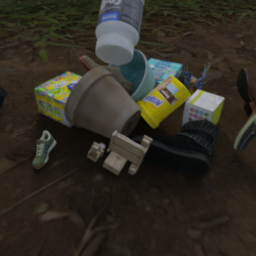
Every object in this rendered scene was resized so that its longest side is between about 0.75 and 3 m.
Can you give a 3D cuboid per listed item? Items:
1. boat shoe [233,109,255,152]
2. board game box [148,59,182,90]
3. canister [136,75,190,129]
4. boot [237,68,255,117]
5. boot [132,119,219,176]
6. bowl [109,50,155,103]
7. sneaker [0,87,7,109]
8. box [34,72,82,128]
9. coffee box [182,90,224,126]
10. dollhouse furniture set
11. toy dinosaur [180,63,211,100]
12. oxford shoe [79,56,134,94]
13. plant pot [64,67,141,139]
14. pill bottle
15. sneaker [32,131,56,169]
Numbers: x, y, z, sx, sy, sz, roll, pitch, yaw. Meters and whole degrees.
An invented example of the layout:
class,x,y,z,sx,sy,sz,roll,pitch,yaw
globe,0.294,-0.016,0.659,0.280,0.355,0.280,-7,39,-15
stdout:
class,x,y,z,sx,sy,sz,roll,pitch,yaw
boat shoe,4.137,-0.102,8.736,0.726,2.208,0.789,38,21,28
board game box,1.436,-2.504,13.348,1.697,0.527,2.248,16,41,20
canister,1.265,-1.002,10.438,1.813,0.785,1.347,-41,37,7
boot,5.585,-1.515,11.218,2.190,2.041,0.703,-10,-2,-11
boot,1.566,0.405,9.209,2.636,0.992,1.971,17,44,11
bowl,0.174,-1.856,11.451,1.228,2.348,2.348,24,17,-44
sneaker,-5.391,-1.421,11.120,0.727,1.393,0.418,-34,33,7
box,-2.359,-1.194,11.164,1.785,1.130,1.853,24,43,28
coffee box,2.775,-0.579,10.402,1.083,1.094,1.095,23,43,27
dollhouse furniture set,-0.189,0.406,8.364,1.627,1.907,0.931,29,44,7
toy dinosaur,2.706,-2.005,12.465,1.222,2.327,2.112,20,2,7
oxford shoe,-0.836,-2.168,11.189,0.917,2.453,0.864,-53,22,-1
plant pot,-0.703,-0.631,9.847,2.011,2.318,2.318,35,48,15
pill bottle,-0.337,-4.059,10.814,1.675,1.675,2.945,5,72,7
sneaker,-2.831,0.656,9.132,0.456,0.610,1.360,-6,37,17
